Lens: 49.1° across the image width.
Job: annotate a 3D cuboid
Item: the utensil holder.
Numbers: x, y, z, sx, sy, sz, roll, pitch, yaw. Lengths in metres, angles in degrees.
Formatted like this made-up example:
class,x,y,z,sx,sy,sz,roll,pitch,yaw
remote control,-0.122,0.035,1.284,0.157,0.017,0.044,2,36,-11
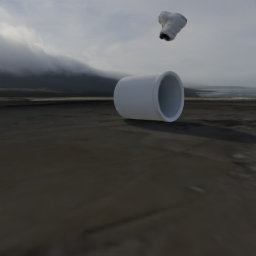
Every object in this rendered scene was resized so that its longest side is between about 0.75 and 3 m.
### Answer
class,x,y,z,sx,sy,sz,roll,pitch,yaw
utensil holder,0.743,-1.145,10.465,2.080,1.767,1.767,4,8,41

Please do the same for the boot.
class,x,y,z,sx,sy,sz,roll,pitch,yaw
boot,1.429,-3.830,10.638,0.718,0.933,1.952,33,8,-23
